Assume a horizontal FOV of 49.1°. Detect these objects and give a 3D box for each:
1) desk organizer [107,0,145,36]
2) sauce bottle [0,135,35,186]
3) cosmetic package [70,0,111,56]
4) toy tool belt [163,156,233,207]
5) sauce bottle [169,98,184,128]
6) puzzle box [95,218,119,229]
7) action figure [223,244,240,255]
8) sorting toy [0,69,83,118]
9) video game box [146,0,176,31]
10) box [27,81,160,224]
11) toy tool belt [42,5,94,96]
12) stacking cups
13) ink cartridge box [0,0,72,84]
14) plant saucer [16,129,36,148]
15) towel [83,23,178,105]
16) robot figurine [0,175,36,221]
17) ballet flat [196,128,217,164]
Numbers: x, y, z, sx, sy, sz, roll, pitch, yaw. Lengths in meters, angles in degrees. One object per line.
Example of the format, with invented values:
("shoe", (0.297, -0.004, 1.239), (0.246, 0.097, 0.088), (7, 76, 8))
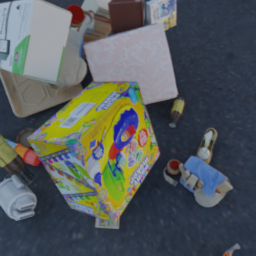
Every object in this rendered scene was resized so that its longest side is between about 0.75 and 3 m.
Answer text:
("desk organizer", (0.059, -3.481, 10.358), (1.148, 2.983, 1.070), (0, 51, 6))
("sauce bottle", (-3.405, 0.871, 7.929), (0.595, 0.595, 1.840), (-44, 108, -24))
("cosmetic package", (-1.516, -4.174, 11.667), (1.226, 2.372, 1.035), (-2, 53, -43))
("toy tool belt", (2.209, 1.493, 8.937), (2.110, 1.297, 1.318), (33, 63, 19))
("sauce bottle", (1.857, -0.590, 10.849), (0.414, 0.414, 1.280), (17, 57, 11))
("puzzle box", (-0.625, 2.621, 8.906), (0.733, 0.140, 1.102), (2, 57, 1))
("action figure", (2.475, 4.290, 7.572), (1.836, 0.993, 1.898), (-21, 87, -6))
("sorting toy", (-3.563, -1.914, 11.508), (2.850, 0.520, 2.638), (-21, 70, -17))
("video game box", (1.208, -4.068, 10.044), (1.183, 1.299, 0.304), (-32, 55, -14))
("box", (-0.736, 0.561, 8.069), (1.751, 2.765, 2.871), (6, 42, 35))
("toy tool belt", (-2.327, -2.808, 10.477), (1.868, 1.839, 2.992), (11, 81, -16))
("stacking cups", (-4.143, 0.779, 9.809), (2.215, 0.670, 0.670), (19, 59, 12))
("ink cartridge box", (-3.264, -2.775, 9.004), (1.249, 2.169, 2.972), (6, 11, -43))
("plant saucer", (-3.696, 0.402, 10.372), (0.836, 0.134, 0.836), (0, 56, 0))
("towel", (0.127, -2.041, 10.068), (2.888, 2.759, 0.466), (-13, 27, 8))
("robot figurine", (-3.411, 2.115, 8.491), (0.902, 1.355, 1.598), (0, 19, -46))
("ballet flat", (2.701, 0.663, 9.764), (0.532, 0.492, 1.508), (11, 72, 26))
